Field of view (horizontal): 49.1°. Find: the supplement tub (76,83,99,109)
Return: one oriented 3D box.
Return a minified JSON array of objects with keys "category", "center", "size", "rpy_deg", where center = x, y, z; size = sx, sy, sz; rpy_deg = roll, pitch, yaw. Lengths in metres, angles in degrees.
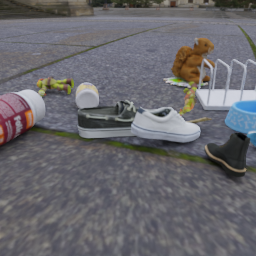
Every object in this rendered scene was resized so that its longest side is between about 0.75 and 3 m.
[{"category":"supplement tub","center":[-1.526,-1.183,10.417],"size":[0.832,0.832,1.144],"rpy_deg":[-4,27,-8]}]

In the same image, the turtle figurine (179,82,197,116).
[{"category":"turtle figurine","center":[1.998,-0.944,9.042],"size":[0.453,1.406,1.134],"rpy_deg":[15,54,5]}]

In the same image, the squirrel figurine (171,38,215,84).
[{"category":"squirrel figurine","center":[3.017,-3.243,13.088],"size":[2.080,1.942,1.472],"rpy_deg":[23,26,35]}]

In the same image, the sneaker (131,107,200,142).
[{"category":"sneaker","center":[1.211,-0.128,7.909],"size":[2.344,0.830,0.856],"rpy_deg":[2,24,-33]}]

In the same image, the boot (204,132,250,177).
[{"category":"boot","center":[2.432,0.422,6.805],"size":[0.539,0.962,1.391],"rpy_deg":[-4,23,-21]}]

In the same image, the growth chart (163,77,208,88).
[{"category":"growth chart","center":[2.627,-2.139,13.124],"size":[1.306,0.160,1.804],"rpy_deg":[-15,28,-29]}]

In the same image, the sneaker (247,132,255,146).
[{"category":"sneaker","center":[3.614,0.320,7.692],"size":[1.034,0.396,0.418],"rpy_deg":[14,9,-25]}]

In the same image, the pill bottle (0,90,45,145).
[{"category":"pill bottle","center":[-3.556,-0.302,8.182],"size":[1.261,1.261,2.208],"rpy_deg":[12,29,23]}]

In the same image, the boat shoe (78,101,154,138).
[{"category":"boat shoe","center":[-0.103,-0.324,8.599],"size":[2.867,0.913,1.014],"rpy_deg":[-7,27,-14]}]

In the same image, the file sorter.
[{"category":"file sorter","center":[4.093,-1.721,10.687],"size":[2.547,1.586,1.768],"rpy_deg":[0,26,2]}]

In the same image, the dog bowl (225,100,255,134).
[{"category":"dog bowl","center":[4.519,-0.435,9.126],"size":[2.614,0.648,1.457],"rpy_deg":[-3,26,-7]}]

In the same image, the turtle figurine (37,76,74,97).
[{"category":"turtle figurine","center":[-3.225,-1.900,12.071],"size":[1.635,0.653,2.028],"rpy_deg":[3,27,5]}]

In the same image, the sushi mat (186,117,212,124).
[{"category":"sushi mat","center":[2.099,-0.201,8.698],"size":[0.915,0.055,0.438],"rpy_deg":[-14,-13,37]}]
